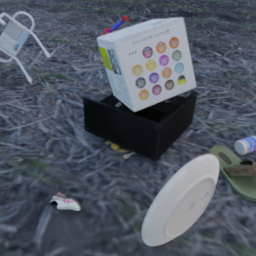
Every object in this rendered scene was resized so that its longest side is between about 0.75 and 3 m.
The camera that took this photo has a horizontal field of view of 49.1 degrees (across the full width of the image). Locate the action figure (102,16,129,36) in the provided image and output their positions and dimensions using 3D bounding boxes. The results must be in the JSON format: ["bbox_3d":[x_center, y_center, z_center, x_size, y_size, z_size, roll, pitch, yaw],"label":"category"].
[{"bbox_3d":[-0.479,-4.014,11.613,1.296,0.641,0.423,-26,6,17],"label":"action figure"}]

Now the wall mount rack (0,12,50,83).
[{"bbox_3d":[-3.551,-2.570,9.065,1.822,2.097,0.782,34,34,-24],"label":"wall mount rack"}]

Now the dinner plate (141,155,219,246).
[{"bbox_3d":[0.956,1.249,4.554,1.816,1.816,0.220,-27,45,-31],"label":"dinner plate"}]

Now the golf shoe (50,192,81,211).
[{"bbox_3d":[-1.698,2.098,7.614,0.926,0.336,0.427,12,42,30],"label":"golf shoe"}]

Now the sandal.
[{"bbox_3d":[3.362,1.256,8.379,1.010,0.726,2.543,-18,40,-22],"label":"sandal"}]

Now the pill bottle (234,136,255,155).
[{"bbox_3d":[4.114,0.571,9.483,0.899,0.504,0.504,-15,39,-19],"label":"pill bottle"}]

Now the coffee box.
[{"bbox_3d":[0.506,-2.035,8.713,2.130,2.110,2.134,-22,24,-11],"label":"coffee box"}]

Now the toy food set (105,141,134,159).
[{"bbox_3d":[-0.207,0.581,9.702,0.770,0.224,1.115,-28,45,-32],"label":"toy food set"}]

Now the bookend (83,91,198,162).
[{"bbox_3d":[0.498,-0.578,10.113,2.969,1.376,2.988,22,37,28],"label":"bookend"}]
